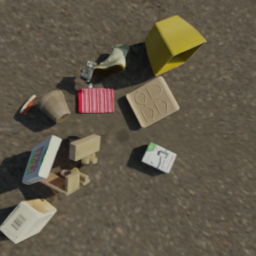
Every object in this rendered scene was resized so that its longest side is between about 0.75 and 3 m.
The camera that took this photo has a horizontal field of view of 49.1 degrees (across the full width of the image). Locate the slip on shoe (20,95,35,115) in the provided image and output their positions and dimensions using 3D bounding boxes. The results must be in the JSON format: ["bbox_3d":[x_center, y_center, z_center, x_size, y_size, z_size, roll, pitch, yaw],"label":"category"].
[{"bbox_3d":[-4.162,-0.962,11.730,0.290,0.351,0.947,38,72,-27],"label":"slip on shoe"}]

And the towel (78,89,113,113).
[{"bbox_3d":[-1.363,-1.157,11.810,1.491,0.168,1.078,-1,79,0],"label":"towel"}]

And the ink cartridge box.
[{"bbox_3d":[1.217,1.195,11.143,1.146,0.482,0.836,25,81,1],"label":"ink cartridge box"}]

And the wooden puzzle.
[{"bbox_3d":[0.994,-1.047,11.574,1.725,0.399,1.598,-27,78,4],"label":"wooden puzzle"}]

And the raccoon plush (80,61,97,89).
[{"bbox_3d":[-1.479,-2.204,11.386,0.685,0.494,1.022,-20,121,6],"label":"raccoon plush"}]

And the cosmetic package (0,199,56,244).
[{"bbox_3d":[-3.442,3.203,9.911,0.767,2.158,1.135,38,81,8],"label":"cosmetic package"}]

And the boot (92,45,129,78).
[{"bbox_3d":[-0.751,-2.841,11.815,1.660,0.598,1.284,-7,56,33],"label":"boot"}]

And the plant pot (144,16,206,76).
[{"bbox_3d":[1.669,-3.368,11.194,1.750,1.750,1.543,-28,84,-23],"label":"plant pot"}]

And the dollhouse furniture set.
[{"bbox_3d":[-2.209,1.149,10.503,1.476,1.722,1.811,17,111,28],"label":"dollhouse furniture set"}]

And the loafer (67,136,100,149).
[{"bbox_3d":[-1.807,0.652,11.337,1.341,0.488,0.485,8,107,-7],"label":"loafer"}]

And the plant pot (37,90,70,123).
[{"bbox_3d":[-2.835,-0.764,11.062,1.125,1.125,0.976,-37,79,-7],"label":"plant pot"}]

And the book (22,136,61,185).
[{"bbox_3d":[-3.166,1.252,10.166,0.526,2.187,1.461,27,61,-25],"label":"book"}]
